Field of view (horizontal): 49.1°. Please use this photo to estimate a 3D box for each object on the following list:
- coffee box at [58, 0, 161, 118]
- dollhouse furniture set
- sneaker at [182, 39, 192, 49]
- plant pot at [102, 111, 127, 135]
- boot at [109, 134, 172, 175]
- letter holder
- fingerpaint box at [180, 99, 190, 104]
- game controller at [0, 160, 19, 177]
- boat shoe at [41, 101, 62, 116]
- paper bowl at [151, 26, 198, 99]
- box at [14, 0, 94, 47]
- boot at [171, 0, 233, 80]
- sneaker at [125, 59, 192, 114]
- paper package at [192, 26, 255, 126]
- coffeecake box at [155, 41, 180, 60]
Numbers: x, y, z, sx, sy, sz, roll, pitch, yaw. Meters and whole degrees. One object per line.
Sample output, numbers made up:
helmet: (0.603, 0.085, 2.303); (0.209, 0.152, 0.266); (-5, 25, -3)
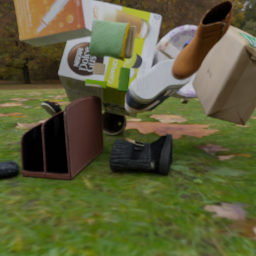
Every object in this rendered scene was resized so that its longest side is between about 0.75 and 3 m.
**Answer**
coffee box: (-0.622, -2.263, 9.882); (2.749, 2.775, 2.779); (13, -13, -1)
dollhouse furniture set: (-0.380, -1.503, 5.694); (0.947, 1.446, 0.726); (7, 7, 1)
sneaker: (1.587, -1.968, 7.072); (0.548, 0.526, 1.396); (49, 21, 12)
plant pot: (-0.528, -0.223, 12.355); (1.175, 1.175, 1.020); (3, -6, 17)
boot: (0.449, 0.658, 8.147); (1.636, 0.824, 2.189); (2, 12, 13)
letter holder: (-1.792, 0.065, 8.203); (1.396, 1.973, 2.775); (2, 12, 12)
fingerpaint box: (2.654, -1.556, 12.810); (0.292, 0.797, 0.665); (9, -10, -1)
game controller: (-3.861, 1.133, 7.192); (1.971, 0.415, 1.028); (-4, -3, -21)
boat shoe: (-2.251, -0.615, 8.271); (0.434, 0.372, 1.187); (25, -11, 4)
paper bowl: (2.255, -2.510, 11.151); (2.734, 2.734, 1.422); (-2, 4, -11)
box: (-1.876, -2.893, 7.310); (1.807, 1.124, 0.881); (-7, 5, 12)
boot: (1.353, -1.569, 5.159); (1.441, 0.553, 1.119); (-40, -10, 2)
sneaker: (0.777, -1.123, 7.593); (2.361, 0.926, 0.938); (-29, -16, -36)
paper package: (3.116, -1.665, 8.546); (1.270, 2.339, 2.454); (14, 32, -8)
coffeecake box: (1.422, -2.545, 9.420); (0.865, 0.316, 0.664); (32, 9, -18)
